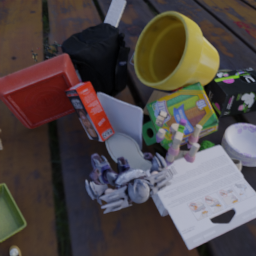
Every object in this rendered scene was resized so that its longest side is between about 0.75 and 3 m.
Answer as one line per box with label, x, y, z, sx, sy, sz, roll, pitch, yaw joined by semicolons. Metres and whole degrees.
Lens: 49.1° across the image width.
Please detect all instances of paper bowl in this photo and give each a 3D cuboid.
paper bowl;3.909;0.635;9.329;1.547;0.805;1.547;0;45;0

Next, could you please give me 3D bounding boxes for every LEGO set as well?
LEGO set;-2.902;-2.744;10.034;1.163;0.755;0.330;-8;13;-27

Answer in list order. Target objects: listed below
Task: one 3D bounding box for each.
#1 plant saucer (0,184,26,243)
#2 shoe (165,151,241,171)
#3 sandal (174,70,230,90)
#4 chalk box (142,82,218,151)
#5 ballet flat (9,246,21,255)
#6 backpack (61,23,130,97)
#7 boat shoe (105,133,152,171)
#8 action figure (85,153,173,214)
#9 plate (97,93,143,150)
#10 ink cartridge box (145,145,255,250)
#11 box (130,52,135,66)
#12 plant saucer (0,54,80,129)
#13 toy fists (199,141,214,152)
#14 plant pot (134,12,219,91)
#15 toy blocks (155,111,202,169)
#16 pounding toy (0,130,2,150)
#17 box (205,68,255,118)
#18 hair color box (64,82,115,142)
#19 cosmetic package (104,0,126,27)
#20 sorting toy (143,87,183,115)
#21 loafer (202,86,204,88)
plant saucer;-3.858;2.602;7.660;1.711;0.410;1.708;-28;52;-26
shoe;2.406;1.070;9.015;2.399;0.640;0.839;11;46;11
sandal;3.076;-2.179;11.821;2.824;1.121;0.806;-3;62;-2
chalk box;1.522;-0.204;9.142;2.359;1.460;1.467;-24;73;9
ballet flat;-2.847;3.281;7.109;0.259;0.238;0.755;-25;50;-23
backpack;-1.138;-2.396;10.834;2.388;2.861;1.811;-24;54;-6
boat shoe;0.264;1.127;8.785;2.647;0.819;0.991;36;67;30
action figure;-0.118;1.095;6.247;1.756;0.936;2.698;-8;2;-17
plate;-0.215;-0.241;9.181;1.743;1.739;0.282;24;46;27
ink cartridge box;1.984;1.755;7.403;2.502;0.559;2.205;-16;55;-19
box;1.009;-2.805;10.640;1.308;1.482;0.717;38;26;20
plant saucer;-2.780;-0.999;9.400;2.561;2.566;0.471;-22;59;-5
toy fists;2.516;0.824;8.983;0.446;0.301;0.874;9;69;-1
plant pot;1.710;-2.233;9.066;2.161;2.297;2.297;9;35;-39
toy blocks;1.188;0.417;7.495;1.274;1.072;1.190;21;35;6
pounding toy;-5.080;0.204;9.459;1.597;1.233;1.735;-20;49;-18
box;4.267;-1.414;11.096;1.923;1.195;1.428;-11;46;-12
hair color box;-1.233;-0.505;9.037;0.570;1.860;0.944;-36;21;-27
cosmetic package;-0.518;-4.296;10.599;0.479;1.160;0.294;23;6;0
sorting toy;1.331;-0.886;10.893;1.093;0.383;2.267;17;69;30
loafer;2.734;-2.076;11.032;0.623;1.790;0.673;8;3;-43
